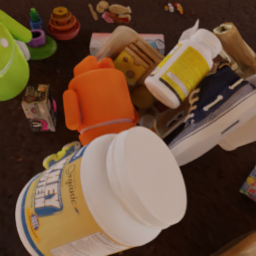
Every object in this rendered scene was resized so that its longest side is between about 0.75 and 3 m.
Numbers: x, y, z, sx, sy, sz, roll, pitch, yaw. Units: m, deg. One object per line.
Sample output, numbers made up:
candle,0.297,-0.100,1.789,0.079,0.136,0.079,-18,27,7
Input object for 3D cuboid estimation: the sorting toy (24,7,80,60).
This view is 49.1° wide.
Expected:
sorting toy,-3.237,-3.962,11.087,1.676,1.145,2.790,30,58,21

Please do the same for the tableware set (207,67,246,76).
tableware set,2.513,-1.463,7.565,0.713,0.216,1.078,-20,15,-14

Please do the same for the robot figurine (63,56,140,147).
robot figurine,-0.592,-0.449,6.807,1.452,1.791,2.490,-14,82,9

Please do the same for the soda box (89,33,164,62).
soda box,-0.041,-2.896,10.429,2.699,0.858,0.923,1,51,2

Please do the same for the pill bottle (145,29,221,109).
pill bottle,1.310,-1.395,6.507,0.987,0.987,1.774,40,86,27

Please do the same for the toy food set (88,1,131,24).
toy food set,-0.520,-3.795,9.253,1.484,0.944,0.234,17,73,18

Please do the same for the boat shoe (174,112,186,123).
boat shoe,1.700,-0.596,8.540,2.844,1.024,0.974,2,61,1

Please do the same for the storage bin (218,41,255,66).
storage bin,4.023,-2.734,10.533,1.054,0.494,1.046,-12,52,-10

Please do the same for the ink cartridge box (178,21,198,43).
ink cartridge box,1.557,-2.261,7.271,0.229,0.735,0.913,19,65,19

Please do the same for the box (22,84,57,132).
box,-2.599,-0.556,8.305,0.721,1.257,0.830,-3,52,-2

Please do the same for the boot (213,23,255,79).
boot,2.918,-2.095,7.678,0.572,1.730,1.515,-47,20,3

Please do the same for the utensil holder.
utensil holder,3.137,-0.458,7.080,1.888,1.604,1.604,-26,40,37

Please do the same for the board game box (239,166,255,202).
board game box,3.544,1.463,7.381,0.753,0.192,1.113,35,59,24

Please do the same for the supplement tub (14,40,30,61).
supplement tub,-4.484,-2.452,9.829,1.235,1.235,1.707,32,57,23

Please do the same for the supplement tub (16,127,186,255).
supplement tub,-0.548,1.362,5.412,2.830,2.047,2.047,-31,44,30

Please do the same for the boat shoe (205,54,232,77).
boat shoe,3.259,-1.952,9.663,0.927,0.870,2.575,-8,52,-6

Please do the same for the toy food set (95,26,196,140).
toy food set,0.271,-0.995,7.462,2.862,2.054,0.865,39,35,-10

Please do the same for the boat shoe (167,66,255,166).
boat shoe,1.635,-0.262,6.227,2.626,0.980,1.218,-33,62,-3

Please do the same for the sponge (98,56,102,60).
sponge,-0.505,-1.749,8.153,0.891,0.497,0.133,40,86,6

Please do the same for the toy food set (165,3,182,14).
toy food set,2.130,-5.473,12.888,0.818,0.368,0.390,10,64,30

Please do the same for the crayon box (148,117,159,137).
crayon box,0.661,0.750,6.781,0.439,1.703,1.071,-15,30,11

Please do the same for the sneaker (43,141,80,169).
sneaker,-1.720,0.882,7.760,1.165,0.441,0.612,-34,72,-18

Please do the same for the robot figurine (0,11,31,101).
robot figurine,-3.581,-1.710,7.166,1.664,2.877,2.524,22,76,0

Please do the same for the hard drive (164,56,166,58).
hard drive,0.779,-1.676,9.293,2.025,0.383,1.415,-3,73,-1

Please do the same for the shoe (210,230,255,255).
shoe,2.412,2.784,5.922,2.763,0.966,0.738,-23,66,-11
